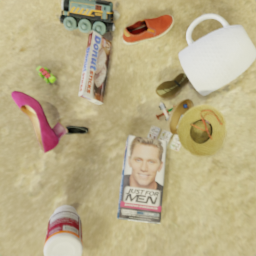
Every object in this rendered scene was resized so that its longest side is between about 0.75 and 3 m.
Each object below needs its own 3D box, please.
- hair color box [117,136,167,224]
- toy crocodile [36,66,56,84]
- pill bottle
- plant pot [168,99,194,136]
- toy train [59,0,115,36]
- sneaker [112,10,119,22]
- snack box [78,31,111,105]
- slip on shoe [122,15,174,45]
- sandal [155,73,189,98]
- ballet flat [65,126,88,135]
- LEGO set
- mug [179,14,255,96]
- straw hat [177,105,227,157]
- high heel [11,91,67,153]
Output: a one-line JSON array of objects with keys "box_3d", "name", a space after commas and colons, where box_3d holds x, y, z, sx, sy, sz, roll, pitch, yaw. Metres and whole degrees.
[{"box_3d": [0.506, 1.859, 10.176, 1.477, 0.894, 2.953, 8, 71, -3], "name": "hair color box"}, {"box_3d": [-3.492, -2.270, 11.844, 0.431, 0.394, 1.277, -42, 61, -10], "name": "toy crocodile"}, {"box_3d": [-2.024, 3.329, 8.915, 1.116, 1.975, 1.116, -2, 104, -10], "name": "pill bottle"}, {"box_3d": [2.010, -0.426, 10.813, 0.207, 1.509, 1.509, 29, 72, 38], "name": "plant pot"}, {"box_3d": [-1.752, -4.872, 12.130, 2.479, 1.057, 1.413, 11, 115, 4], "name": "toy train"}, {"box_3d": [-1.296, -5.415, 12.836, 1.791, 0.649, 1.021, -2, 68, -1], "name": "sneaker"}, {"box_3d": [-1.338, -2.487, 11.628, 1.050, 0.355, 2.921, 22, 67, -40], "name": "snack box"}, {"box_3d": [0.921, -4.457, 12.440, 2.528, 0.773, 0.936, -23, 71, -9], "name": "slip on shoe"}, {"box_3d": [1.852, -1.716, 11.725, 1.751, 0.473, 0.703, -35, 82, -26], "name": "sandal"}, {"box_3d": [-2.115, 0.096, 11.130, 1.071, 0.304, 0.356, -3, 99, -1], "name": "ballet flat"}, {"box_3d": [1.678, -0.191, 10.951, 1.368, 0.449, 1.831, 22, 102, 18], "name": "LEGO set"}, {"box_3d": [3.315, -2.982, 10.682, 2.400, 2.021, 2.737, -30, 88, 27], "name": "mug"}, {"box_3d": [2.612, 0.149, 10.176, 1.894, 0.802, 1.894, 0, 82, -3], "name": "straw hat"}, {"box_3d": [-3.636, -0.244, 10.520, 2.631, 0.886, 1.262, 43, 54, -6], "name": "high heel"}]
